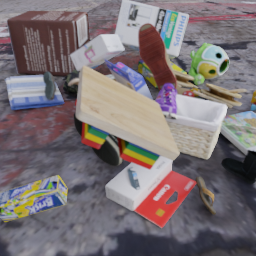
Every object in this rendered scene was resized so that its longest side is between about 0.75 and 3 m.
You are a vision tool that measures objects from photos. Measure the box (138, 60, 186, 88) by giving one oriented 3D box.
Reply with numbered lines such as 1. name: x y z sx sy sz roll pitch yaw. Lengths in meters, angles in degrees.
1. box: 1.437 -2.315 11.789 1.361 0.561 2.319 -10 35 -17

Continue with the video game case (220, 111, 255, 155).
1. video game case: 3.556 0.124 8.107 1.573 0.191 1.728 -11 38 -20

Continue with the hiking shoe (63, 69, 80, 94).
1. hiking shoe: -1.994 -1.507 10.581 0.837 0.629 1.662 -31 46 6

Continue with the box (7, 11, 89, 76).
1. box: -3.327 -3.813 12.478 2.817 2.313 2.337 4 32 6

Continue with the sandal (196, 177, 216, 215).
1. sandal: 1.685 1.391 5.935 0.242 0.363 0.888 -32 38 23

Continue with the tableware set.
1. tableware set: 2.364 -1.516 9.296 2.999 0.601 1.982 27 19 25

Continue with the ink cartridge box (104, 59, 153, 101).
1. ink cartridge box: 0.195 -1.075 8.279 0.464 2.211 1.320 -40 43 -7

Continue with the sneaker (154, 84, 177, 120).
1. sneaker: 0.924 -0.710 6.931 0.666 0.690 1.653 12 25 -1

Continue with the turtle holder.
1. turtle holder: 3.290 -2.655 11.557 1.808 1.374 1.284 -23 39 -33

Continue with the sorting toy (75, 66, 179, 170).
1. sorting toy: -0.133 -0.134 4.165 1.465 0.510 1.456 24 27 -21

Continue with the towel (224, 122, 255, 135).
1. towel: 2.875 0.100 6.461 1.186 0.139 0.905 14 -1 27

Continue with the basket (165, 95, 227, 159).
1. basket: 1.575 -0.089 7.679 1.856 1.145 1.258 16 36 24

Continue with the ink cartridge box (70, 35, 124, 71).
1. ink cartridge box: -0.923 -2.289 8.504 1.323 0.560 0.956 -20 6 33

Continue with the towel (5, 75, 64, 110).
1. towel: -3.555 -1.386 10.512 1.835 0.297 2.498 -8 35 -23

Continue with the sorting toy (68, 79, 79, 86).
1. sorting toy: -0.822 -1.136 8.188 1.800 0.358 2.435 16 3 -15

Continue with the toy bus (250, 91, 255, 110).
1. toy bus: 4.803 -0.926 9.555 1.116 0.577 1.053 8 33 14

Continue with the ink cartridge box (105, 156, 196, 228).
1. ink cartridge box: 0.558 1.255 6.292 1.441 0.366 1.635 20 38 31

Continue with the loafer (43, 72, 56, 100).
1. loafer: -2.733 -1.483 10.019 0.455 0.398 1.266 -34 55 23

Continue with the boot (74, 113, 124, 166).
1. boot: -0.297 0.010 7.819 1.740 0.831 2.303 -19 38 -30

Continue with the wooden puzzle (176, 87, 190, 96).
1. wooden puzzle: 1.945 -1.275 10.515 0.972 0.181 0.900 13 34 28

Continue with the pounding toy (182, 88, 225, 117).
1. pounding toy: 2.271 -0.892 9.199 1.756 0.815 1.356 1 29 3

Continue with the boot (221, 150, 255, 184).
1. boot: 2.708 0.808 6.478 0.932 0.763 0.345 35 49 26

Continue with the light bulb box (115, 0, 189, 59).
1. light bulb box: 0.916 -3.884 11.403 2.532 1.580 2.510 14 12 2

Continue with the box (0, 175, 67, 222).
1. box: -1.908 1.397 5.541 1.333 0.467 0.429 -17 37 5

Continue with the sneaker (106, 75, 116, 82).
1. sneaker: -0.481 -1.850 10.974 1.684 0.637 0.738 1 32 0

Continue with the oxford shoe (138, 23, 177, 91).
1. oxford shoe: 0.828 -1.969 8.072 0.717 2.036 0.761 -18 10 16
